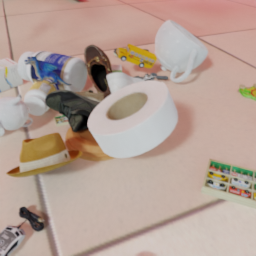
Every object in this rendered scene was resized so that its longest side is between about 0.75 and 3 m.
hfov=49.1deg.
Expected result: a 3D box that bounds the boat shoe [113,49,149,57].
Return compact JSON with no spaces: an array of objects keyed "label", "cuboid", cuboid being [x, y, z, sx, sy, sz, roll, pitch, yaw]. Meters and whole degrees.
[{"label":"boat shoe","cuboid":[0.198,-4.120,15.247,2.182,0.707,0.785,18,41,23]}]

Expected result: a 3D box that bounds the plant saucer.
[{"label":"plant saucer","cuboid":[-0.977,0.178,9.748,2.432,0.455,2.432,0,38,0]}]

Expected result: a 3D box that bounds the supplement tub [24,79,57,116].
[{"label":"supplement tub","cuboid":[-3.487,-1.229,11.131,1.020,1.020,1.403,2,38,3]}]

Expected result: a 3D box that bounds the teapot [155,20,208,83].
[{"label":"teapot","cuboid":[2.315,-3.630,13.600,2.808,2.078,2.845,44,27,11]}]

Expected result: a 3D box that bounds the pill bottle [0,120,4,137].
[{"label":"pill bottle","cuboid":[-4.807,-0.384,9.996,0.797,0.797,1.375,-11,55,-14]}]

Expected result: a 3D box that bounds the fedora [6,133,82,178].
[{"label":"fedora","cuboid":[-2.425,0.672,7.966,2.256,0.920,2.256,-13,5,1]}]

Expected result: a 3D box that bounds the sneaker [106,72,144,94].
[{"label":"sneaker","cuboid":[0.073,-1.208,11.220,0.986,1.546,2.675,-13,-6,29]}]

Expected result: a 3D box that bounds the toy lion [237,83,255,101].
[{"label":"toy lion","cuboid":[5.424,-1.490,12.118,1.043,0.358,1.000,-4,45,-5]}]

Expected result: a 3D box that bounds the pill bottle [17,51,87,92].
[{"label":"pill bottle","cuboid":[-3.351,-2.490,12.343,2.784,1.611,1.611,16,40,21]}]

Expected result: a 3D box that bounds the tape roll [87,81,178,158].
[{"label":"tape roll","cuboid":[0.137,-0.331,8.429,2.635,0.922,2.635,-21,31,13]}]

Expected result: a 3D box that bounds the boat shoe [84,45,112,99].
[{"label":"boat shoe","cuboid":[-1.194,-2.427,11.691,1.022,1.021,2.903,-31,66,11]}]

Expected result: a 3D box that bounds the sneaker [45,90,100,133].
[{"label":"sneaker","cuboid":[-1.999,-0.599,9.640,2.303,0.880,1.319,20,33,10]}]

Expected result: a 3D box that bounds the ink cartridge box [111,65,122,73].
[{"label":"ink cartridge box","cuboid":[-0.635,-2.507,12.878,0.718,0.410,1.383,-3,29,-1]}]

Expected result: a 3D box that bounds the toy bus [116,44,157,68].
[{"label":"toy bus","cuboid":[0.369,-3.324,12.970,1.811,0.709,0.589,14,37,-27]}]

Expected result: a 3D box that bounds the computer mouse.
[{"label":"computer mouse","cuboid":[-2.786,2.609,6.621,0.885,0.354,1.615,24,37,21]}]

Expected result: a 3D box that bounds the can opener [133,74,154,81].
[{"label":"can opener","cuboid":[0.420,-2.020,12.309,1.413,0.472,0.377,-12,33,22]}]

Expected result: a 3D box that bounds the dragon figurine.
[{"label":"dragon figurine","cuboid":[-2.957,-2.120,10.527,1.860,0.925,0.547,8,2,-20]}]

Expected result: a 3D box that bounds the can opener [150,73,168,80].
[{"label":"can opener","cuboid":[1.441,-2.451,13.233,0.939,0.314,0.250,8,-2,29]}]

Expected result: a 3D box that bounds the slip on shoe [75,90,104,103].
[{"label":"slip on shoe","cuboid":[-1.474,-1.243,10.619,1.387,0.420,0.527,21,13,36]}]

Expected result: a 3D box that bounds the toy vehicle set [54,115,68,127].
[{"label":"toy vehicle set","cuboid":[-2.366,-0.324,10.693,0.847,0.112,0.526,-14,39,-18]}]

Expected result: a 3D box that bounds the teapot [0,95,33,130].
[{"label":"teapot","cuboid":[-3.844,-0.523,9.679,0.922,1.246,1.262,-11,13,-11]}]

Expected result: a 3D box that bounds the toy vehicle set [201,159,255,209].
[{"label":"toy vehicle set","cuboid":[3.196,1.611,7.989,1.991,0.264,1.237,13,39,17]}]

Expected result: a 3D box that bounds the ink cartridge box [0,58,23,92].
[{"label":"ink cartridge box","cuboid":[-5.703,-2.350,12.610,1.051,1.032,1.427,30,47,34]}]
